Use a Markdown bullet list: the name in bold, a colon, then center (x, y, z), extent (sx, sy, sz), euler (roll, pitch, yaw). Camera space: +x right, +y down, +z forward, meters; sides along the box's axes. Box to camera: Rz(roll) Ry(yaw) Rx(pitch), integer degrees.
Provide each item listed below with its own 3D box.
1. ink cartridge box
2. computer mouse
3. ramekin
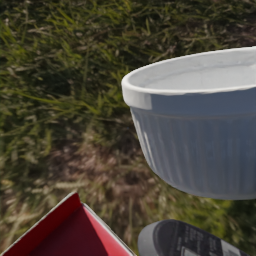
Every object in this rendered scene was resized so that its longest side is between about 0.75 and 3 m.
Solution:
- **ink cartridge box**: center (-1.264, 2.598, 3.926), extent (1.203, 2.518, 2.868), euler (39, 66, 21)
- **computer mouse**: center (1.088, 1.531, 1.420), extent (2.582, 1.813, 0.594), euler (25, 101, 5)
- **ramekin**: center (1.357, -0.205, 3.983), extent (2.733, 1.435, 2.733), euler (-8, 20, 3)
